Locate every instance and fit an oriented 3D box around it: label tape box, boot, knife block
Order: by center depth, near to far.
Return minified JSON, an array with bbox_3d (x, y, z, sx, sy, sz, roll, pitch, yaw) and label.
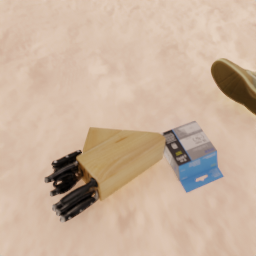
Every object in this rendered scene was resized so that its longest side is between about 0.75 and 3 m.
[{"bbox_3d":[-0.535,1.205,7.134,2.862,0.916,2.512,5,48,3],"label":"knife block"},{"bbox_3d":[1.788,0.756,7.930,1.252,0.550,1.737,-20,58,-13],"label":"label tape box"},{"bbox_3d":[4.199,-1.689,9.117,2.735,0.986,2.115,40,64,5],"label":"boot"}]
